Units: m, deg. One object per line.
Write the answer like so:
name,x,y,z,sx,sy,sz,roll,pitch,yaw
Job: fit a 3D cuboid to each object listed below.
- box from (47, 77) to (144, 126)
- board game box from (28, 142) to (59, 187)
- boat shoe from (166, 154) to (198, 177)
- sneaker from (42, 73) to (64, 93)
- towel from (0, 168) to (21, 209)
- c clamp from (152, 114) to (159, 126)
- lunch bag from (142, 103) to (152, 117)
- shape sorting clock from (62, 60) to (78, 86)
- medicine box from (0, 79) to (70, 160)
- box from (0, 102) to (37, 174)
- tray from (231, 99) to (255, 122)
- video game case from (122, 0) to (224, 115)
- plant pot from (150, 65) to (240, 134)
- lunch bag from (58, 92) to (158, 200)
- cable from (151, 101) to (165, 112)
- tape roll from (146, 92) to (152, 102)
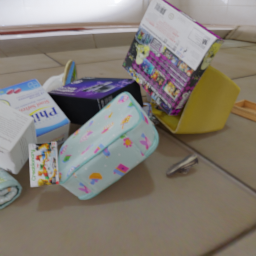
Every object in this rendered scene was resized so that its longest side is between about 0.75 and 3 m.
box,-1.255,-1.017,10.230,2.954,1.165,2.085,11,30,40
board game box,-1.991,0.858,6.636,0.640,1.014,0.175,-5,-7,-10
boat shoe,1.622,1.161,8.192,1.075,0.394,0.400,-30,4,-7
sneaker,-3.065,-1.724,12.906,1.213,1.043,2.865,35,33,0
towel,-4.491,1.637,7.040,2.377,0.669,2.777,25,36,39
c clamp,0.956,-0.404,11.665,0.909,0.144,1.064,-22,34,-37
lunch bag,-0.109,-0.199,10.449,1.942,0.916,2.424,3,26,9
shape sorting clock,-2.523,-1.859,12.118,0.413,2.104,2.104,3,27,0
medicine box,-3.387,-0.238,9.146,2.049,1.158,2.250,-27,64,-34
box,-3.281,0.174,7.042,1.606,1.597,1.049,26,59,0
tray,5.508,-0.610,11.809,1.075,0.403,2.179,-18,31,-31
video game case,1.150,-2.226,8.579,0.503,2.548,2.811,-3,42,-42
plant pot,2.588,-1.193,10.669,2.239,2.538,2.539,12,19,-24
lunch bag,-0.573,0.394,7.599,2.845,1.097,2.282,-38,26,8
cable,1.383,-0.797,11.061,0.590,0.306,1.215,33,14,34
tape roll,2.020,-1.865,13.084,2.415,0.798,2.415,-11,14,3
